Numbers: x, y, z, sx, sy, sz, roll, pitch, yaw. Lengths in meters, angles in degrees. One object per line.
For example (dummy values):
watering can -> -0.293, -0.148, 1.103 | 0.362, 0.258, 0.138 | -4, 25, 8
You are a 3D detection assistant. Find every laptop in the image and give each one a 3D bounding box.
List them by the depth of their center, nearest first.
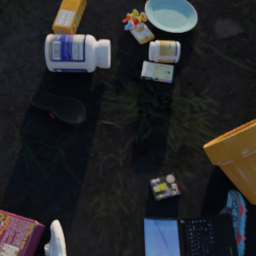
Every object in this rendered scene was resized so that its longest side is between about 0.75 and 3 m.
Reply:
laptop -> 1.892, 3.901, 8.642 | 2.647, 1.367, 2.346 | -16, 61, 28

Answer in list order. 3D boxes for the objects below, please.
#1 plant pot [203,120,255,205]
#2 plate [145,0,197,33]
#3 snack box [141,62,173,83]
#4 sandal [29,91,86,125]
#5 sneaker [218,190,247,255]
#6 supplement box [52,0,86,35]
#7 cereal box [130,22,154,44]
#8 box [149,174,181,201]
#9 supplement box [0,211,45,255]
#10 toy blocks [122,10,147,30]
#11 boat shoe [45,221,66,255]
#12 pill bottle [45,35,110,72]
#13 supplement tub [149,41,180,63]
plant pot -> 4.339, 1.145, 9.555 | 2.656, 2.656, 2.431 | -25, 82, -12
plate -> 2.079, -5.531, 13.727 | 2.607, 0.333, 2.607 | 3, 62, -6
snack box -> 1.293, -2.468, 12.402 | 1.334, 0.248, 0.775 | 10, 67, 5
sandal -> -2.806, -0.779, 11.480 | 2.875, 0.648, 1.080 | 21, 60, 26
sneaker -> 3.314, 3.142, 9.346 | 1.090, 0.905, 2.282 | 9, 64, 6
supplement box -> -2.791, -5.440, 13.492 | 0.940, 0.909, 2.732 | 12, 65, 3
cereal box -> 0.651, -4.548, 13.439 | 0.758, 0.208, 1.054 | -29, 68, -13
box -> 1.341, 2.160, 10.196 | 0.934, 0.207, 0.748 | -15, 65, -7
supplement box -> -3.950, 3.473, 9.104 | 1.975, 1.019, 1.293 | 15, 65, 7
toy blocks -> 0.137, -5.143, 13.485 | 1.209, 0.439, 1.008 | -39, 51, -19
boat shoe -> -2.397, 4.022, 9.115 | 0.633, 0.665, 1.847 | -11, 74, -6
pill bottle -> -2.100, -3.180, 12.048 | 2.579, 1.544, 1.544 | 1, 64, -1
supplement tub -> 1.591, -3.379, 12.460 | 1.263, 0.912, 0.912 | 2, 64, -2
